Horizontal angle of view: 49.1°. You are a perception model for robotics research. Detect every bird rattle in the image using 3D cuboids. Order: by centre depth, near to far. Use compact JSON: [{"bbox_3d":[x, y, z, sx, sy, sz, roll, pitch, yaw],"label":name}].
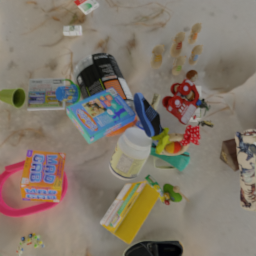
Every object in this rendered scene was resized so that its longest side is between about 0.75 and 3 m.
[{"bbox_3d":[1.652,0.462,9.814,1.727,1.408,0.973,-7,53,-9],"label":"bird rattle"}]

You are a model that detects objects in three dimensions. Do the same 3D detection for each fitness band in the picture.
[{"bbox_3d":[-3.776,2.270,10.800,2.863,0.536,2.056,-15,76,-3],"label":"fitness band"}]

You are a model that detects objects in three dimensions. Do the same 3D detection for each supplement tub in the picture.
[{"bbox_3d":[0.088,0.940,10.110,1.205,1.662,1.205,16,34,-11],"label":"supplement tub"},{"bbox_3d":[-0.848,-1.289,11.145,1.837,1.837,2.998,-21,74,-6],"label":"supplement tub"}]

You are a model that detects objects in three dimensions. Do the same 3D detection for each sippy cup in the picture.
[{"bbox_3d":[-2.385,-1.328,10.934,0.752,0.806,1.026,-8,55,-46],"label":"sippy cup"}]

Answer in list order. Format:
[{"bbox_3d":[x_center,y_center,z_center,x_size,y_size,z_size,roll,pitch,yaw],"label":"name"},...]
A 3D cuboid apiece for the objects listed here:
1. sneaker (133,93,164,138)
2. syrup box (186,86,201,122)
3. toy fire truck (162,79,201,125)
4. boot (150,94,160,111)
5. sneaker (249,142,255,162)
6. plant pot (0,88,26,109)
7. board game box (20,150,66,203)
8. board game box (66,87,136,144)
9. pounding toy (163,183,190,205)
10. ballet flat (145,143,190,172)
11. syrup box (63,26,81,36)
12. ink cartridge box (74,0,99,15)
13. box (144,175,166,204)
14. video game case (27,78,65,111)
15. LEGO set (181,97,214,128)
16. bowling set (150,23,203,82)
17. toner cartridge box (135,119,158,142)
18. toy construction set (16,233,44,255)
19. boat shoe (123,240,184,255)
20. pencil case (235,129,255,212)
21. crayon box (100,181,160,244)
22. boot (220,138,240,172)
[{"bbox_3d":[0.693,-0.475,9.411,0.616,0.554,1.581,-18,86,-28],"label":"sneaker"},{"bbox_3d":[2.716,-1.022,11.716,0.563,0.582,1.429,4,73,1],"label":"syrup box"},{"bbox_3d":[1.884,-0.906,9.471,1.110,0.741,1.322,36,84,-19],"label":"toy fire truck"},{"bbox_3d":[1.029,-1.038,11.220,0.326,0.905,0.700,22,103,16],"label":"boot"},{"bbox_3d":[4.097,0.837,8.668,0.390,0.334,0.895,-26,93,-40],"label":"sneaker"},{"bbox_3d":[-4.915,-1.312,11.751,0.828,0.872,0.872,11,73,16],"label":"plant pot"},{"bbox_3d":[-2.765,1.610,9.214,1.232,1.231,1.231,7,52,-11],"label":"board game box"},{"bbox_3d":[-0.897,-0.462,9.350,1.858,0.418,1.413,-27,66,-27],"label":"board game box"},{"bbox_3d":[1.514,2.418,9.835,0.490,1.055,0.814,-41,100,-27],"label":"pounding toy"},{"bbox_3d":[0.995,1.030,10.963,2.793,0.940,0.983,19,93,7],"label":"ballet flat"},{"bbox_3d":[-2.560,-4.476,12.889,0.806,0.328,0.317,-1,73,0],"label":"syrup box"},{"bbox_3d":[-2.026,-5.997,13.403,0.803,0.250,0.998,-39,79,-11],"label":"ink cartridge box"},{"bbox_3d":[1.020,2.235,10.125,0.259,1.073,0.629,-34,33,-11],"label":"box"},{"bbox_3d":[-3.512,-1.453,12.065,1.560,0.172,1.420,-2,73,-1],"label":"video game case"},{"bbox_3d":[2.676,-0.820,10.744,1.316,2.026,0.574,22,69,33],"label":"LEGO set"},{"bbox_3d":[2.497,-3.060,11.850,2.795,1.500,1.945,-38,77,-10],"label":"bowling set"},{"bbox_3d":[0.941,0.192,10.699,1.374,0.653,0.297,36,85,-35],"label":"toner cartridge box"},{"bbox_3d":[-3.603,4.233,10.245,0.967,0.445,0.634,-18,74,-17],"label":"toy construction set"},{"bbox_3d":[0.909,4.467,10.015,2.256,0.702,0.842,-7,75,-1],"label":"boat shoe"},{"bbox_3d":[4.378,1.468,9.715,1.097,1.261,2.819,-5,92,21],"label":"pencil case"},{"bbox_3d":[0.028,2.730,9.259,0.733,2.841,1.786,37,71,-2],"label":"crayon box"},{"bbox_3d":[4.770,0.243,11.275,2.658,0.854,2.477,-19,72,-1],"label":"boot"}]
